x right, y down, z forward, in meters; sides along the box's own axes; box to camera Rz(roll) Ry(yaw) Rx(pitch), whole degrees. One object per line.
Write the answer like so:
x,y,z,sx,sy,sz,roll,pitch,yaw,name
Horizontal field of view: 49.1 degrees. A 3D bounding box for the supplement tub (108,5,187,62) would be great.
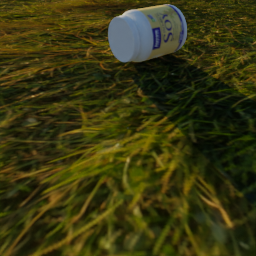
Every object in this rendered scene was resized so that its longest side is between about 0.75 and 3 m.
0.775,-3.756,11.206,2.706,1.967,1.967,-24,41,-31,supplement tub
